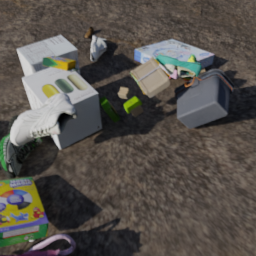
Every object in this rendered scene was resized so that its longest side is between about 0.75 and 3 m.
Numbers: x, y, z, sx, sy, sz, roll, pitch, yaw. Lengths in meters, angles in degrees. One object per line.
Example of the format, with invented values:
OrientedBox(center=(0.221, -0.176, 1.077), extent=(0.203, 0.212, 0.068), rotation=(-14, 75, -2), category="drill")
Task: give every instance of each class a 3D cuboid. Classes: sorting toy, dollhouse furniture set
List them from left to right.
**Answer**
OrientedBox(center=(0.332, -1.338, 10.961), extent=(2.787, 1.076, 1.393), rotation=(-34, 60, 4), category="dollhouse furniture set")
OrientedBox(center=(3.213, -2.675, 13.926), extent=(1.154, 0.404, 1.161), rotation=(6, 36, 6), category="sorting toy")

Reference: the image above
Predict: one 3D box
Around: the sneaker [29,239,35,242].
OrientedBox(center=(-3.083, 3.076, 8.476), extent=(0.299, 0.414, 0.789), rotation=(-33, 54, -28), category="sneaker")

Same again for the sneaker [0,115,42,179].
OrientedBox(center=(-3.934, 0.593, 10.384), extent=(1.228, 1.125, 2.883), rotation=(1, 47, -2), category="sneaker")

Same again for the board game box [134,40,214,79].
OrientedBox(center=(2.330, -3.608, 14.298), extent=(2.885, 0.626, 2.871), rotation=(-25, 43, -33), category="board game box")

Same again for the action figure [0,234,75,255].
OrientedBox(center=(-3.007, 3.489, 7.043), extent=(2.797, 1.874, 2.083), rotation=(-2, 39, 12), category="action figure")

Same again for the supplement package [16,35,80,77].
OrientedBox(center=(-3.548, -2.732, 12.904), extent=(2.171, 2.076, 1.597), rotation=(-28, 52, -24), category="supplement package")

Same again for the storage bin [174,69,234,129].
OrientedBox(center=(2.857, -1.054, 10.969), extent=(2.239, 1.630, 1.504), rotation=(-25, 40, 40), category="storage bin")

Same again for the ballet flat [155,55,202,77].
OrientedBox(center=(1.947, -2.362, 11.005), extent=(1.891, 0.637, 0.666), rotation=(12, 83, -1), category="ballet flat")

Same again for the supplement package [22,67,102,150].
OrientedBox(center=(-2.612, -0.956, 11.267), extent=(1.979, 1.965, 2.608), rotation=(-28, 52, -24), category="supplement package")

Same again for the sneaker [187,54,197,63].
OrientedBox(center=(2.845, -2.789, 12.237), extent=(0.498, 1.343, 0.561), rotation=(17, 84, 14), category="sneaker")

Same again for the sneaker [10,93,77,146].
OrientedBox(center=(-2.635, -0.106, 8.859), extent=(2.312, 0.901, 1.149), rotation=(-38, 60, -7), category="sneaker")

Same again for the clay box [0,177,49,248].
OrientedBox(center=(-3.469, 2.325, 8.473), extent=(1.468, 0.608, 2.554), rotation=(-2, 29, -32), category="clay box")

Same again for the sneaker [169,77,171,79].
OrientedBox(center=(1.675, -2.743, 14.136), extent=(0.555, 0.472, 1.280), rotation=(-32, 46, -15), category="sneaker")

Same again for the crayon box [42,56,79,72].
OrientedBox(center=(-2.395, -2.323, 10.115), extent=(1.150, 0.297, 0.723), rotation=(15, 23, 9), category="crayon box")

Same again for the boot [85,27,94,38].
OrientedBox(center=(-2.391, -5.834, 17.088), extent=(0.373, 0.382, 1.013), rotation=(14, 49, 10), category="boot")

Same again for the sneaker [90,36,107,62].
OrientedBox(center=(-1.630, -4.385, 15.465), extent=(0.878, 0.814, 2.165), rotation=(7, 47, -5), category="sneaker")
